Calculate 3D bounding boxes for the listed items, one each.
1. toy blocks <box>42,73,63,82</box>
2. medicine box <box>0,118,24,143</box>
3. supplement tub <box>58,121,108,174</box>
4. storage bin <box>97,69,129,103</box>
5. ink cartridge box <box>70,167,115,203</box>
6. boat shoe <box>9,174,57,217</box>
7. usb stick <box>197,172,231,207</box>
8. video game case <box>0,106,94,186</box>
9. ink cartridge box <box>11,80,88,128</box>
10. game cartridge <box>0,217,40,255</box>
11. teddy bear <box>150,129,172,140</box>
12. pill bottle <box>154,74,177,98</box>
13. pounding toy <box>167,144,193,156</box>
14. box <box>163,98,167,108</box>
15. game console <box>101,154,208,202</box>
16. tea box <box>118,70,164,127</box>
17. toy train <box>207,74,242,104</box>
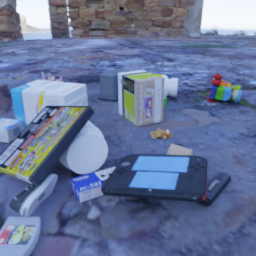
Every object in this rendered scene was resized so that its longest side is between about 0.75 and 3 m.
[{"bbox_3d":[-4.654,-2.754,16.896,1.235,1.112,1.321,4,23,8],"label":"toy blocks"},{"bbox_3d":[-4.819,0.086,10.922,1.086,0.559,0.989,7,24,15],"label":"medicine box"},{"bbox_3d":[-1.673,0.413,8.901,1.521,1.521,2.098,-13,26,-27],"label":"supplement tub"},{"bbox_3d":[-0.813,-2.462,15.779,1.589,1.466,2.183,13,25,27],"label":"storage bin"},{"bbox_3d":[-0.730,1.526,7.801,1.566,0.346,0.736,-12,25,-26],"label":"ink cartridge box"},{"bbox_3d":[-2.318,1.582,7.070,0.487,0.590,1.719,20,17,5],"label":"boat shoe"},{"bbox_3d":[2.360,1.639,7.653,0.439,0.258,1.584,18,29,35],"label":"usb stick"},{"bbox_3d":[-2.444,0.333,7.973,2.295,0.324,2.539,4,50,43],"label":"video game case"},{"bbox_3d":[-3.128,-0.854,11.551,2.435,1.778,1.786,8,24,18],"label":"ink cartridge box"},{"bbox_3d":[-2.365,2.358,6.008,0.830,0.255,1.246,4,22,-2],"label":"game cartridge"},{"bbox_3d":[1.288,0.233,10.929,0.874,0.292,0.634,3,25,7],"label":"teddy bear"},{"bbox_3d":[1.463,-2.281,15.480,2.444,1.360,1.360,3,23,7],"label":"pill bottle"},{"bbox_3d":[1.813,1.040,8.679,1.090,0.958,0.499,17,69,23],"label":"pounding toy"},{"bbox_3d":[1.242,-1.348,14.076,0.945,0.518,1.071,19,18,40],"label":"box"},{"bbox_3d":[0.757,1.166,7.048,2.395,0.372,2.118,-1,13,17],"label":"game console"},{"bbox_3d":[0.533,-1.368,12.478,1.337,2.002,1.969,-11,26,-23],"label":"tea box"},{"bbox_3d":[5.440,-2.257,15.543,1.658,1.213,2.865,16,31,15],"label":"toy train"}]
